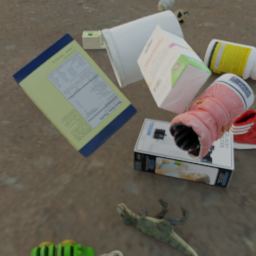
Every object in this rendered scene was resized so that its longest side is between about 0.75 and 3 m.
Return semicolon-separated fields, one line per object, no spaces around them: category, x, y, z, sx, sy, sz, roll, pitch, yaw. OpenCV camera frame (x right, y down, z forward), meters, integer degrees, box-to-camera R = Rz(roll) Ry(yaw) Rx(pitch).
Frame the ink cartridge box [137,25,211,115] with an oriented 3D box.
ink cartridge box;0.852;-1.265;5.812;0.604;1.051;1.795;13;37;-27

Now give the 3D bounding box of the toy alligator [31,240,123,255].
toy alligator;-1.260;2.784;6.125;2.340;0.635;0.694;-3;40;-4

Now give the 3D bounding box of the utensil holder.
utensil holder;0.439;-2.274;8.041;1.975;1.678;1.678;-20;41;-1

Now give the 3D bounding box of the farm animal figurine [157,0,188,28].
farm animal figurine;1.305;-3.192;9.268;1.811;1.791;0.944;43;15;1

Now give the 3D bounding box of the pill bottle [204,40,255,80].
pill bottle;4.807;-2.984;12.473;2.513;1.436;1.436;20;44;22

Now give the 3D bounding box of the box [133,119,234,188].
box;1.681;0.700;8.483;2.776;0.835;1.619;11;41;12

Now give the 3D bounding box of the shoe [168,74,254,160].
shoe;1.390;-0.003;5.751;1.270;2.793;0.998;-40;79;-11

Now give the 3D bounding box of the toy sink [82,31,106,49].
toy sink;-1.780;-4.792;15.200;1.303;0.730;0.849;-1;40;-1

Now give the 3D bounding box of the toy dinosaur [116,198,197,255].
toy dinosaur;0.884;2.315;6.788;2.370;0.562;1.044;23;60;25

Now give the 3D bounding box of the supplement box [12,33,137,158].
supplement box;-1.124;-0.534;6.160;1.365;2.034;2.032;-42;93;-11

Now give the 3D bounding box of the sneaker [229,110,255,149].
sneaker;4.304;0.069;8.942;2.116;1.222;0.829;-5;40;-6
